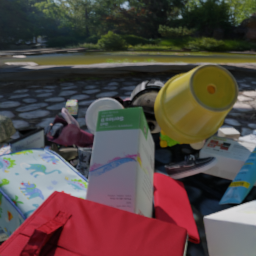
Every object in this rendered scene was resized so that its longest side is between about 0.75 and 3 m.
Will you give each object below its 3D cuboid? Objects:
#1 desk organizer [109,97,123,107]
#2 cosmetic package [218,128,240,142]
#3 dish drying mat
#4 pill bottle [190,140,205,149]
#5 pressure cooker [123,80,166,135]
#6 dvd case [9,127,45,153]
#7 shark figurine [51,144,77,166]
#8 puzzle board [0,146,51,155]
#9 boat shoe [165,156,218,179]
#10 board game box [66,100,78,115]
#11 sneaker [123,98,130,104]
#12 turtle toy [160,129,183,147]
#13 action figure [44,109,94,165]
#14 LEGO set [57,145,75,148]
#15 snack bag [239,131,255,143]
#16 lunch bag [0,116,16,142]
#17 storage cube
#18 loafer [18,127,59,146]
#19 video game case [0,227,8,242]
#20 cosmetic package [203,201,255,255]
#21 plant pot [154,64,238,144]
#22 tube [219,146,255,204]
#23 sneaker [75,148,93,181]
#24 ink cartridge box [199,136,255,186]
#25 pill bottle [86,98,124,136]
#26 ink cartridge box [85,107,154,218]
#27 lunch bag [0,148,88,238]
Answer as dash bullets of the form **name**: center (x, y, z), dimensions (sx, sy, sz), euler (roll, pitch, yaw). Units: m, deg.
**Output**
- **desk organizer**: center (-0.490, -0.943, 15.380), dimensions (0.877, 0.942, 2.446), euler (-8, 23, -20)
- **cosmetic package**: center (4.244, 0.499, 11.906), dimensions (0.663, 0.804, 0.663), euler (-2, 22, -6)
- **dish drying mat**: center (1.218, 2.082, 7.826), dimensions (1.117, 0.265, 2.908), euler (25, 15, -4)
- **pill bottle**: center (3.080, 0.455, 12.286), dimensions (0.616, 0.616, 1.098), euler (8, 23, 19)
- **pressure cooker**: center (1.200, -0.946, 13.582), dimensions (2.341, 2.378, 2.662), euler (-30, 16, 16)
- **dvd case**: center (-3.068, 0.874, 8.692), dimensions (0.143, 1.629, 1.162), euler (27, 36, 27)
- **shark figurine**: center (-2.579, 1.126, 10.129), dimensions (1.456, 1.017, 2.437), euler (-2, 20, -1)
- **puzzle board**: center (-4.415, 1.298, 10.618), dimensions (2.121, 0.245, 2.814), euler (2, 22, 4)
- **boat shoe**: center (2.083, 1.207, 9.353), dimensions (1.734, 0.588, 0.622), euler (-21, 3, 16)
- **board game box**: center (-3.317, -1.206, 16.539), dimensions (0.599, 0.589, 1.143), euler (-3, 22, -6)
- **sneaker**: center (0.503, -1.656, 17.417), dimensions (2.034, 0.817, 0.878), euler (-1, 20, -6)
- **turtle toy**: center (1.806, 0.091, 11.937), dimensions (1.118, 1.534, 0.775), euler (-8, 26, -16)
- **action figure**: center (-1.881, 0.313, 10.857), dimensions (2.509, 1.868, 1.681), euler (22, 23, -30)
- **LEGO set**: center (-2.660, 0.630, 12.537), dimensions (0.940, 0.309, 1.259), euler (-7, 18, 16)
- **snack bag**: center (6.443, 0.625, 12.323), dimensions (2.533, 0.271, 2.388), euler (-10, 24, -24)
- **lunch bag**: center (-6.086, 0.094, 12.813), dimensions (1.431, 0.997, 1.200), euler (11, 41, 28)
- **storage cube**: center (-0.581, 2.687, 4.036), dimensions (2.364, 2.630, 2.248), euler (12, 23, 14)
- **loafer**: center (-3.747, 0.342, 12.110), dimensions (2.158, 0.758, 0.733), euler (2, 60, 14)
- **video game case**: center (-3.602, 2.244, 7.973), dimensions (2.270, 0.292, 2.497), euler (-8, 26, -22)
- **cosmetic package**: center (3.049, 2.224, 5.437), dimensions (2.133, 1.311, 2.126), euler (-6, -7, -32)
- **plant pot**: center (2.631, -1.013, 10.561), dimensions (2.789, 2.789, 2.623), euler (-4, -14, -11)
- **tube**: center (3.619, 1.444, 8.458), dimensions (0.581, 0.892, 2.304), euler (44, 66, 2)
- **sneaker**: center (-1.495, 1.365, 8.943), dimensions (0.831, 1.252, 2.201), euler (10, 30, 25)
- **ink cartridge box**: center (3.848, 1.107, 10.257), dimensions (2.083, 0.873, 1.829), euler (12, 24, 27)
- **pill bottle**: center (-0.673, -0.230, 11.691), dimensions (1.553, 1.553, 2.749), euler (3, -5, 9)
- **ink cartridge box**: center (-0.088, 1.168, 6.714), dimensions (1.182, 1.963, 2.702), euler (-4, 60, 12)
- **lunch bag**: center (-2.214, 1.744, 7.254), dimensions (2.918, 1.203, 2.345), euler (33, 29, 29)
